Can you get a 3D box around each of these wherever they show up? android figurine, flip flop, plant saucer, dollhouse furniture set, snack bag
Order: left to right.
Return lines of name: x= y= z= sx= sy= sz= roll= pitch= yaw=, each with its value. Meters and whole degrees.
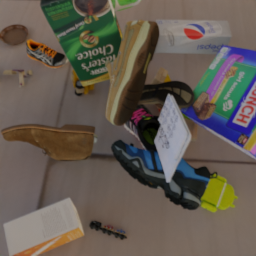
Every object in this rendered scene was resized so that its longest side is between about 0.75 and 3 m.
plant saucer: x=-4.553 y=-3.699 z=11.238 sx=1.146 sy=0.197 sz=1.146 roll=0 pitch=59 yaw=-1
dollhouse furniture set: x=-4.029 y=-1.776 z=10.176 sx=0.881 sy=0.698 sz=0.625 roll=4 pitch=99 yaw=28
flip flop: x=1.057 y=-0.877 z=8.420 sx=2.177 sy=0.627 sz=0.883 roll=4 pitch=56 yaw=45
snack bag: x=0.910 y=0.232 z=6.317 sx=0.161 sy=1.508 sz=1.422 roll=3 pitch=41 yaw=-15
android figurine: x=2.471 y=1.838 z=7.921 sx=1.196 sy=0.246 sz=1.089 roll=22 pitch=62 yaw=14

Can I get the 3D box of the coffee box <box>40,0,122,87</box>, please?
coffee box: x=-1.042 y=-2.562 z=8.053 sx=1.759 sy=2.861 sz=0.629 roll=-13 pitch=50 yaw=7

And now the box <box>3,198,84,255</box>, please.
box: x=-2.057 y=2.559 z=7.032 sx=1.649 sy=1.026 sz=0.804 roll=-20 pitch=61 yaw=-11

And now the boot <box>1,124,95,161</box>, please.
boot: x=-2.299 y=0.415 z=7.868 sx=2.692 sy=0.991 sz=1.016 roll=2 pitch=85 yaw=6

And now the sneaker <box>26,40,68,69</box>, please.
sneaker: x=-3.057 y=-2.758 z=10.408 sx=1.734 sy=0.670 sz=0.679 roll=17 pitch=59 yaw=8

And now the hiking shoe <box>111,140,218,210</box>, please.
hiking shoe: x=0.817 y=0.985 z=7.320 sx=2.718 sy=1.011 sz=1.178 roll=31 pitch=69 yaw=17

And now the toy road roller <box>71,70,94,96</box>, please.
toy road roller: x=-1.579 y=-1.605 z=9.798 sx=0.683 sy=0.575 sz=0.936 roll=-10 pitch=64 yaw=-20

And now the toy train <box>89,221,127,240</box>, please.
toy train: x=-0.519 y=2.709 z=7.454 sx=1.059 sy=0.181 sz=0.243 roll=16 pitch=48 yaw=10

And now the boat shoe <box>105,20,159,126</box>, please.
boat shoe: x=-0.112 y=-1.500 z=7.490 sx=1.108 sy=1.043 sz=2.909 roll=17 pitch=80 yaw=20

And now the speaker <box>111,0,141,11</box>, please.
speaker: x=-0.198 y=-4.045 z=8.710 sx=0.661 sy=0.661 sz=1.494 roll=37 pitch=48 yaw=20

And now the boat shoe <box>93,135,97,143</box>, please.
boat shoe: x=-1.736 y=0.457 z=8.554 sx=1.662 sy=0.621 sz=0.568 roll=-2 pitch=75 yaw=15

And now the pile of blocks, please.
pile of blocks: x=1.440 y=-0.648 z=9.134 sx=1.124 sy=0.851 sz=2.737 roll=-3 pitch=62 yaw=-23

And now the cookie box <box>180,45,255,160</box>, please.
cookie box: x=2.928 y=-0.718 z=7.074 sx=2.269 sy=0.997 sz=2.652 roll=-57 pitch=34 yaw=6

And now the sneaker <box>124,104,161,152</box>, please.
sneaker: x=0.544 y=-0.101 z=8.505 sx=0.986 sy=1.169 sz=2.672 roll=-24 pitch=59 yaw=-13

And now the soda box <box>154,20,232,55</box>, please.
soda box: x=2.380 y=-3.450 z=10.654 sx=2.766 sy=0.944 sz=0.877 roll=2 pitch=60 yaw=0
